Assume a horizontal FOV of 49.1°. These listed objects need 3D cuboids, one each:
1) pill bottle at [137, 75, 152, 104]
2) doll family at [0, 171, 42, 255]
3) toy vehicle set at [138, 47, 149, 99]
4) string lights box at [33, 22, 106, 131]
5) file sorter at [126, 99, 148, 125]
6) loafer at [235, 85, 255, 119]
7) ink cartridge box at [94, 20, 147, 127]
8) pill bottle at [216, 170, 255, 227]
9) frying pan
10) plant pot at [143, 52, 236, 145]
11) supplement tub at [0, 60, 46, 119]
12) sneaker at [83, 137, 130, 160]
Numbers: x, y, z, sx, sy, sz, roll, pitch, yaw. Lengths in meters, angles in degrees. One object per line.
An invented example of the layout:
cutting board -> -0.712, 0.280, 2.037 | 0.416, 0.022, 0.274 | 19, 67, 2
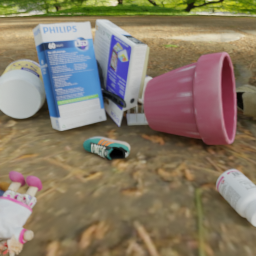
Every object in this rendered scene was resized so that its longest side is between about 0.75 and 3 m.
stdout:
pill bottle -> 0.296, -1.589, 10.405 | 0.970, 0.970, 1.676 | -14, 30, -26
doll family -> -2.666, 1.450, 4.259 | 2.691, 1.212, 1.670 | 15, 43, 3
toy vehicle set -> -0.368, -1.845, 9.443 | 0.342, 1.603, 2.581 | 7, 3, -38
string lights box -> -1.634, -1.461, 7.980 | 1.442, 2.807, 0.828 | -14, 12, -29
file sorter -> 0.478, -0.521, 8.685 | 1.015, 0.632, 0.705 | -1, 27, -3
loafer -> 3.952, -0.671, 8.513 | 0.836, 0.943, 2.480 | -16, 21, -10
ink cartridge box -> -0.445, -1.719, 8.622 | 0.545, 2.511, 2.488 | -8, 37, -29
pill bottle -> 2.147, 1.279, 5.179 | 0.576, 0.576, 1.016 | -8, 28, -15
frying pan -> -0.953, -1.017, 8.908 | 0.461, 1.711, 2.829 | -8, 50, -26
plant pot -> 1.646, -0.697, 7.494 | 2.084, 2.328, 2.328 | -2, 23, 30
supplement tub -> -3.476, -1.307, 9.257 | 1.509, 1.509, 2.075 | -6, 27, -11
sneaker -> -0.564, 0.518, 6.851 | 1.189, 0.424, 0.475 | 5, 23, 7
